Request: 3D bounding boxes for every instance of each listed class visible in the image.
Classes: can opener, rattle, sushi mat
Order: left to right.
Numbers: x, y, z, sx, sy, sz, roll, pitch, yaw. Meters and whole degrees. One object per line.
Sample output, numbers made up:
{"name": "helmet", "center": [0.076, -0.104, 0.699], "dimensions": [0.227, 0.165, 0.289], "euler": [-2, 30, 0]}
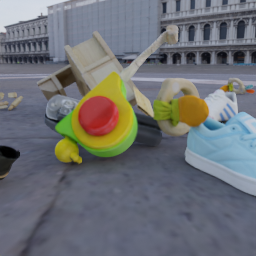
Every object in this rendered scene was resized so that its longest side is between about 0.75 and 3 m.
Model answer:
{"name": "can opener", "center": [-0.499, -0.062, 5.635], "dimensions": [2.327, 0.778, 0.621], "euler": [15, 49, -7]}
{"name": "sushi mat", "center": [0.385, -0.600, 6.896], "dimensions": [0.652, 0.082, 1.363], "euler": [39, 18, -20]}
{"name": "rattle", "center": [1.333, -0.262, 4.982], "dimensions": [1.659, 1.080, 1.185], "euler": [27, -25, -38]}
{"name": "rattle", "center": [5.721, -2.012, 14.732], "dimensions": [1.026, 0.935, 1.437], "euler": [-20, 45, -36]}

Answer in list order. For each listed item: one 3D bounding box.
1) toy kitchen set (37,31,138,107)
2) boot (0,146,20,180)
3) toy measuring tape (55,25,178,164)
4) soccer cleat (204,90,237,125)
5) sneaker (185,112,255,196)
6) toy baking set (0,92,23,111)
{"name": "toy kitchen set", "center": [-1.276, -0.911, 8.994], "dimensions": [2.283, 2.524, 2.798], "euler": [-31, -16, -10]}
{"name": "boot", "center": [-1.916, 0.376, 3.535], "dimensions": [0.936, 0.363, 0.648], "euler": [9, -36, -40]}
{"name": "toy measuring tape", "center": [0.034, -0.435, 4.641], "dimensions": [2.974, 1.094, 1.094], "euler": [-43, 23, -7]}
{"name": "soccer cleat", "center": [2.079, -0.491, 7.207], "dimensions": [2.174, 0.939, 0.760], "euler": [-12, 18, -41]}
{"name": "sneaker", "center": [1.672, 0.287, 3.838], "dimensions": [0.843, 0.934, 2.280], "euler": [-11, 17, -37]}
{"name": "toy baking set", "center": [-4.510, -0.876, 10.026], "dimensions": [1.136, 0.172, 1.480], "euler": [4, 35, 3]}
